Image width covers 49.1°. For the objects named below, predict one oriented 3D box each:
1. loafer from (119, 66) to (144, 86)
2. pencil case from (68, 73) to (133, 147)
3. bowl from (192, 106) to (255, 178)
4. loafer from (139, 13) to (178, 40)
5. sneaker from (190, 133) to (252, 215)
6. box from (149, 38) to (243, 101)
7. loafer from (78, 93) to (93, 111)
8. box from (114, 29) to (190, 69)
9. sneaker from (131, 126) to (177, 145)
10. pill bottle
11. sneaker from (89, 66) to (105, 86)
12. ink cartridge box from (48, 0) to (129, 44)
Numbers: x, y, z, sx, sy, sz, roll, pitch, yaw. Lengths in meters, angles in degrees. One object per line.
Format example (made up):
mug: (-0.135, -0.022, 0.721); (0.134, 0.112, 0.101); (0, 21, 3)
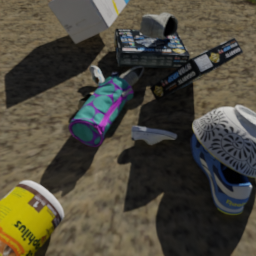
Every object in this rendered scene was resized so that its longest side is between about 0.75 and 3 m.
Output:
loafer: (0.075, -1.730, 9.651); (0.518, 0.519, 1.484); (-20, 26, 43)
pencil case: (-0.696, -0.554, 8.086); (1.101, 1.014, 2.383); (-9, 35, 35)
bowl: (2.631, 0.110, 6.578); (2.028, 0.952, 2.028); (22, 31, -14)
loafer: (1.330, -3.588, 10.017); (0.953, 0.955, 2.732); (21, 30, 20)
sneaker: (2.198, 0.813, 6.615); (0.854, 0.950, 2.311); (-6, 46, -12)
box: (1.970, -1.717, 8.553); (1.865, 2.347, 0.540); (-29, 91, -27)
loafer: (-1.124, -0.937, 8.953); (0.452, 0.408, 1.195); (27, 49, 26)
box: (0.847, -3.146, 10.988); (2.675, 0.615, 2.126); (0, 42, -9)
sneaker: (0.692, 0.254, 7.701); (1.273, 0.451, 0.465); (8, -1, -4)
pill bottle: (-2.286, 2.098, 5.150); (1.175, 1.175, 2.150); (22, 48, 22)
sneaker: (-1.111, -1.814, 9.702); (0.341, 0.323, 0.843); (-11, 64, -56)
ink cartridge box: (-1.569, -5.297, 11.813); (1.973, 1.939, 2.680); (-12, 39, 35)
